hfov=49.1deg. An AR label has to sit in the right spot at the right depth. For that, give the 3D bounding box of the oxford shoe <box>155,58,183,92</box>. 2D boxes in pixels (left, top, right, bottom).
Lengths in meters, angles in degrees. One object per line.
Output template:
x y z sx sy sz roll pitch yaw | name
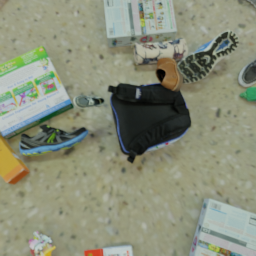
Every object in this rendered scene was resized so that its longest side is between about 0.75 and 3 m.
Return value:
1.267 -2.016 9.781 0.756 2.121 0.756 14 119 -16 | oxford shoe

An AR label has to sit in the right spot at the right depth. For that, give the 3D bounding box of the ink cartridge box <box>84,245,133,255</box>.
-0.653 4.916 9.752 1.737 0.435 1.409 -5 75 -4 | ink cartridge box

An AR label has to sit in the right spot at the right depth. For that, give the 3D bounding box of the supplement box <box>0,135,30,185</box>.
-4.846 0.962 10.613 0.814 0.842 2.447 -40 80 -10 | supplement box

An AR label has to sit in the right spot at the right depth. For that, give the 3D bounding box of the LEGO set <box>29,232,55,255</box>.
-3.376 4.530 9.624 0.946 1.169 2.542 38 107 25 | LEGO set

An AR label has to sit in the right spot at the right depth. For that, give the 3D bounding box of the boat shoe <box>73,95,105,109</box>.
-1.279 -0.900 9.360 0.383 1.241 0.452 -14 83 36 | boat shoe

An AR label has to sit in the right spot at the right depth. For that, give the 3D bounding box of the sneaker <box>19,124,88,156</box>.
-2.860 0.341 10.693 2.677 0.949 1.109 -12 82 0 | sneaker

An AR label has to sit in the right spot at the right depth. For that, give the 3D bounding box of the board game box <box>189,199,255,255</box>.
3.349 4.206 9.681 2.142 0.933 2.903 19 75 6 | board game box

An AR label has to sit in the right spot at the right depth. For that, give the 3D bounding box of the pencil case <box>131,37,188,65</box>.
1.291 -3.204 11.685 2.250 0.875 1.006 -7 61 -2 | pencil case

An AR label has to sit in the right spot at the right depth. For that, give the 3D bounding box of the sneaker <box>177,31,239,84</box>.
3.121 -2.777 11.500 2.847 1.269 1.118 -34 94 5 | sneaker

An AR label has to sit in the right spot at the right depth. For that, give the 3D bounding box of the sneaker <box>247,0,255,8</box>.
5.685 -6.140 12.177 2.494 1.440 0.936 44 79 10 | sneaker

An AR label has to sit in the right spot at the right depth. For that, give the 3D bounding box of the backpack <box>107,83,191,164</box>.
0.820 -0.336 10.274 2.668 2.158 2.801 -13 86 -2 | backpack

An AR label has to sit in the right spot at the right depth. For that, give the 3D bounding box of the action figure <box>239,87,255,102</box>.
5.467 -1.327 11.390 1.780 0.487 1.051 3 76 8 | action figure

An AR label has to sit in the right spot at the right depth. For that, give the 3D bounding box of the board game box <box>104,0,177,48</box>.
0.485 -4.700 12.037 2.894 0.930 2.135 -5 77 1 | board game box

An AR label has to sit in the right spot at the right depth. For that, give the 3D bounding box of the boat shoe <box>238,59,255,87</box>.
5.532 -2.595 11.556 2.274 0.753 0.795 -37 82 -8 | boat shoe

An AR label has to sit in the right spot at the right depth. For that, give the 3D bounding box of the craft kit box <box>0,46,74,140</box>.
-4.151 -1.470 11.353 2.947 0.715 2.911 -26 79 -7 | craft kit box
